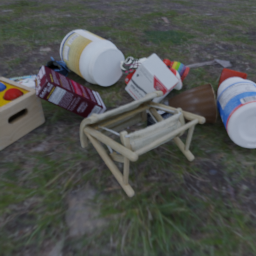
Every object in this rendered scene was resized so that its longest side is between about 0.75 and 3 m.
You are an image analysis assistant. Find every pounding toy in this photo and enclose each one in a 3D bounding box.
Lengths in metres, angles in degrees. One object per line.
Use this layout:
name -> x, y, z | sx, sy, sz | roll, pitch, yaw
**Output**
pounding toy -> -4.450, -0.597, 9.318 | 2.408, 1.860, 2.616 | 21, 41, 27

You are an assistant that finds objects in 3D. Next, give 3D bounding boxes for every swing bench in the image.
swing bench -> 0.294, 0.135, 8.023 | 2.517, 1.642, 2.530 | -25, 48, -30

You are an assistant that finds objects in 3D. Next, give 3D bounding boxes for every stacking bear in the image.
stacking bear -> 1.989, -2.566, 12.126 | 1.162, 0.706, 0.661 | 26, 63, 0

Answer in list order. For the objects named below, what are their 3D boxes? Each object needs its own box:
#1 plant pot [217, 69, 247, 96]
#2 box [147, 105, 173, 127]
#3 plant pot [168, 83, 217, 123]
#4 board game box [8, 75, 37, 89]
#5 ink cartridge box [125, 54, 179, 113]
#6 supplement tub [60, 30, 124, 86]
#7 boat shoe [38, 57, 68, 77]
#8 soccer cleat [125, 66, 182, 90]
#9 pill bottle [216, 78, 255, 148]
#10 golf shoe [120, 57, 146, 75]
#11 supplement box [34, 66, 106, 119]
plant pot -> 4.241, -1.737, 11.729 | 1.000, 1.001, 0.882 | 23, 53, 28
box -> 1.122, -0.206, 9.653 | 0.916, 0.834, 0.477 | -25, 44, -30
plant pot -> 2.259, -0.769, 10.138 | 1.536, 1.436, 1.436 | -9, 35, 7
board game box -> -4.728, -1.910, 12.440 | 1.719, 0.298, 1.085 | -12, 38, -16
ink cartridge box -> 0.818, -1.571, 10.272 | 0.766, 1.828, 1.319 | -40, 86, -28
supplement tub -> -1.638, -3.176, 12.748 | 1.993, 1.993, 2.760 | -24, 43, -30
boat shoe -> -3.310, -2.676, 12.819 | 1.046, 0.853, 2.486 | 7, 27, 1
soccer cleat -> 1.036, -2.010, 12.145 | 2.767, 1.178, 0.949 | 2, 60, 41
pill bottle -> 3.929, -0.692, 9.571 | 1.602, 1.602, 2.855 | 4, 29, 5
golf shoe -> 0.288, -2.778, 11.981 | 1.349, 0.594, 0.521 | -28, 31, -22
supplement box -> -2.066, -1.177, 10.006 | 2.376, 0.723, 1.293 | 26, 21, -34
